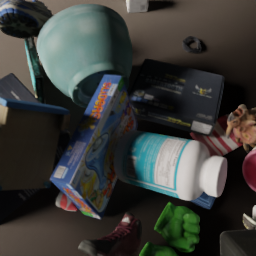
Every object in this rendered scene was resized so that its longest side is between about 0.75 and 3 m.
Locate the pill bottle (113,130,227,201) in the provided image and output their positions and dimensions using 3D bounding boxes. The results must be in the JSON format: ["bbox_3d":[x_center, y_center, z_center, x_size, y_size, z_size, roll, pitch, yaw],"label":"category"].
[{"bbox_3d":[0.954,0.858,6.428,2.387,1.323,1.323,10,55,31],"label":"pill bottle"}]

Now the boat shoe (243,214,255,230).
[{"bbox_3d":[2.732,2.149,6.346,0.283,0.793,0.239,29,90,16],"label":"boat shoe"}]

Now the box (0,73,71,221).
[{"bbox_3d":[-3.109,0.436,6.988,2.625,1.541,2.582,-39,65,-21],"label":"box"}]

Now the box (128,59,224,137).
[{"bbox_3d":[1.415,-0.983,8.329,2.551,0.651,2.012,17,53,10],"label":"box"}]

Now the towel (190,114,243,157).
[{"bbox_3d":[2.616,0.240,7.935,1.420,0.162,1.023,-24,61,-15],"label":"towel"}]

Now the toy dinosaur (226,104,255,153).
[{"bbox_3d":[3.872,0.201,7.266,2.929,1.257,1.985,43,90,-3],"label":"toy dinosaur"}]

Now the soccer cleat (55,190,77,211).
[{"bbox_3d":[-1.199,1.297,6.936,0.564,0.525,1.540,18,64,14],"label":"soccer cleat"}]

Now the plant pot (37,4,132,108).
[{"bbox_3d":[-0.995,-1.696,7.746,2.676,2.676,1.793,-16,62,-10],"label":"plant pot"}]

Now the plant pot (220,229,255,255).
[{"bbox_3d":[2.755,2.901,4.800,1.755,1.557,1.751,-4,97,-3],"label":"plant pot"}]

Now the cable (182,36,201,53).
[{"bbox_3d":[2.265,-2.985,10.025,0.653,0.203,0.800,-2,59,5],"label":"cable"}]

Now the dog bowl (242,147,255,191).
[{"bbox_3d":[3.266,0.997,6.528,0.469,1.273,1.273,-9,54,-36],"label":"dog bowl"}]

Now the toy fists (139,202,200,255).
[{"bbox_3d":[0.930,2.583,6.037,0.963,0.650,1.890,31,66,6],"label":"toy fists"}]

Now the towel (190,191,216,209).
[{"bbox_3d":[1.607,1.473,7.048,1.228,0.298,0.686,25,60,16],"label":"towel"}]

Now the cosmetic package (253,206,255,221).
[{"bbox_3d":[3.218,2.420,6.271,0.720,0.568,1.339,16,59,8],"label":"cosmetic package"}]

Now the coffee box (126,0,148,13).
[{"bbox_3d":[0.352,-5.132,11.032,0.784,0.785,0.776,-5,57,-3],"label":"coffee box"}]

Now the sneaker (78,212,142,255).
[{"bbox_3d":[-0.248,2.035,5.372,0.610,1.611,0.931,6,68,36],"label":"sneaker"}]

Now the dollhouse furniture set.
[{"bbox_3d":[-2.877,0.629,5.800,2.822,2.664,1.841,5,10,-41],"label":"dollhouse furniture set"}]

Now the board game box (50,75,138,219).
[{"bbox_3d":[-0.605,0.443,6.715,0.497,1.951,2.883,8,57,22],"label":"board game box"}]

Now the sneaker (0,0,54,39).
[{"bbox_3d":[-2.575,-3.284,8.572,1.097,2.848,1.213,-30,68,30],"label":"sneaker"}]

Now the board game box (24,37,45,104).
[{"bbox_3d":[-2.844,-1.742,8.540,0.269,1.290,1.907,-11,57,-20],"label":"board game box"}]
